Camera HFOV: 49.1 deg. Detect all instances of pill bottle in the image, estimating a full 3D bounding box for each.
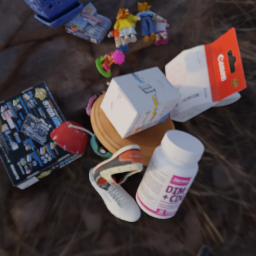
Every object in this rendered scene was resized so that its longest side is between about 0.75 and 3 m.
[{"bbox_3d":[0.944,1.057,6.418,1.052,1.855,1.052,15,26,-8],"label":"pill bottle"}]

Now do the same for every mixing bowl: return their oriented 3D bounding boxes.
[{"bbox_3d":[-1.443,0.182,7.284,1.013,1.013,0.549,35,100,13],"label":"mixing bowl"}]

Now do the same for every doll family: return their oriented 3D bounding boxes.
[{"bbox_3d":[0.374,-3.570,9.561,2.235,1.007,1.387,-11,68,-4],"label":"doll family"}]

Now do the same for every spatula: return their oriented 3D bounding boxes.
[{"bbox_3d":[1.411,3.960,6.902,0.667,0.242,2.359,30,71,11],"label":"spatula"}]

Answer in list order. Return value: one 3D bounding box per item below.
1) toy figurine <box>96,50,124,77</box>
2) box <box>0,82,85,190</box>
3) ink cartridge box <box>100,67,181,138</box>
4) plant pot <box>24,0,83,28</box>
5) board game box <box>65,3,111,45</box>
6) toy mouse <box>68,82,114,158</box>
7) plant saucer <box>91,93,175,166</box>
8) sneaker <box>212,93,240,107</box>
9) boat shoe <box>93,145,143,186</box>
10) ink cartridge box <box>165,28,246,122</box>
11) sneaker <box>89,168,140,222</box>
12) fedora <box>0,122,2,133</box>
[{"bbox_3d":[-0.411,-1.863,7.653,0.714,0.582,0.776,-27,37,28],"label":"toy figurine"},{"bbox_3d":[-2.815,0.161,8.254,2.070,0.599,2.604,-30,71,-11],"label":"box"},{"bbox_3d":[0.279,-0.611,6.639,1.416,1.042,1.024,-22,66,-34],"label":"ink cartridge box"},{"bbox_3d":[-2.582,-4.432,9.497,1.642,1.477,1.642,-39,47,-15],"label":"plant pot"},{"bbox_3d":[-1.327,-3.782,9.973,1.327,0.409,1.326,23,70,9],"label":"board game box"},{"bbox_3d":[-0.581,-0.029,7.689,2.478,0.540,2.788,-9,67,-38],"label":"toy mouse"},{"bbox_3d":[0.247,-0.166,7.426,2.455,0.459,2.455,16,47,-18],"label":"plant saucer"},{"bbox_3d":[2.657,-1.041,8.753,1.623,0.600,0.665,-8,72,-4],"label":"sneaker"},{"bbox_3d":[-0.267,1.014,6.450,0.637,1.789,0.560,6,58,-36],"label":"boat shoe"},{"bbox_3d":[2.043,-1.491,8.033,0.683,2.394,1.946,9,65,-25],"label":"ink cartridge box"},{"bbox_3d":[-0.401,1.797,7.532,1.808,0.728,0.691,42,72,13],"label":"sneaker"},{"bbox_3d":[-3.915,-0.089,7.305,1.133,1.133,0.462,-22,46,-9],"label":"fedora"}]
